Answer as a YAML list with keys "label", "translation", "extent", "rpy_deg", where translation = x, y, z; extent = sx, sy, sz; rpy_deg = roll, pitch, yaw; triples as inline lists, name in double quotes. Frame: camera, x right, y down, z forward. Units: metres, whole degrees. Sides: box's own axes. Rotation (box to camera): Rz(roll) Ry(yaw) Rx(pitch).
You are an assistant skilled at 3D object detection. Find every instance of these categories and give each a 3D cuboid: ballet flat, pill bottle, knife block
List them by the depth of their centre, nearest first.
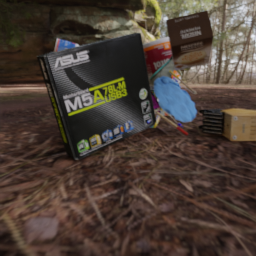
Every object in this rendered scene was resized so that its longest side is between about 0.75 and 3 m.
- label: "knife block"
  translation: [3.456, -0.190, 8.726]
  extent: [2.354, 0.753, 2.067]
  rpy_deg: [0, 12, 3]
- label: "ballet flat"
  translation: [1.660, -2.193, 9.795]
  extent: [0.782, 2.454, 0.827]
  rpy_deg: [40, -22, -2]
- label: "pill bottle"
  translation: [-2.080, -2.750, 9.957]
  extent: [1.024, 0.575, 0.575]
  rpy_deg: [12, 8, -17]
- label: "pill bottle"
  translation: [1.368, -2.332, 11.280]
  extent: [1.304, 2.309, 1.304]
  rpy_deg: [-16, 11, 3]

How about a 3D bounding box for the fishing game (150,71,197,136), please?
- label: "fishing game"
  translation: [1.358, -0.829, 8.452]
  extent: [1.681, 0.365, 2.348]
  rpy_deg: [34, 43, -13]

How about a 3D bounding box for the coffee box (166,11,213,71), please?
- label: "coffee box"
  translation: [1.616, -2.211, 7.397]
  extent: [1.029, 0.717, 1.799]
  rpy_deg: [-10, -9, 12]

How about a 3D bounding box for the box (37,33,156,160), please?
- label: "box"
  translation: [-0.563, -0.785, 6.471]
  extent: [2.414, 2.332, 0.574]
  rpy_deg: [-23, 25, -29]

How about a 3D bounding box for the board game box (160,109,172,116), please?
- label: "board game box"
  translation: [1.609, -1.301, 13.239]
  extent: [1.160, 1.181, 2.252]
  rpy_deg: [2, 11, 14]

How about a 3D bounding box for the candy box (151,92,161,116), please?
- label: "candy box"
  translation: [0.067, -0.941, 8.334]
  extent: [1.141, 1.673, 0.510]
  rpy_deg: [-29, -19, -9]

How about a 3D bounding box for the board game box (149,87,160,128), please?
- label: "board game box"
  translation: [0.899, -0.790, 10.300]
  extent: [0.439, 1.280, 1.549]
  rpy_deg: [3, 13, 12]
